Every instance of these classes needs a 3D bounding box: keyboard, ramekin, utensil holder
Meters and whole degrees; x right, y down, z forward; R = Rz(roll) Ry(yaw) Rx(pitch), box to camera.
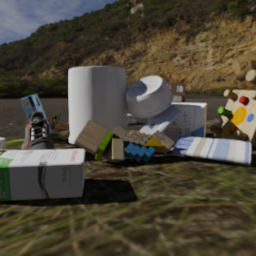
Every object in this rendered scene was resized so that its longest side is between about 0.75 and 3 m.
[{"bbox_3d":[0.882,-0.001,9.362,0.657,0.124,2.333,27,57,34],"label":"keyboard"},{"bbox_3d":[0.694,-1.163,10.021,1.709,0.796,1.709,-18,34,12],"label":"ramekin"},{"bbox_3d":[-1.130,-0.837,10.602,2.290,2.695,2.290,-2,4,0],"label":"utensil holder"}]

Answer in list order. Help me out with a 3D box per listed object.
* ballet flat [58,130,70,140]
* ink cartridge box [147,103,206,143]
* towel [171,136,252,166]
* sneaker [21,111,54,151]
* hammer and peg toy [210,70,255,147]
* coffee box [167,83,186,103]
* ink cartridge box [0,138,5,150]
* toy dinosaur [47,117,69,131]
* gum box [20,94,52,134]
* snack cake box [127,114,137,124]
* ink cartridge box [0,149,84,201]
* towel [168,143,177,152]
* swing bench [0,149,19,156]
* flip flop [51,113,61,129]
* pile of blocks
[{"bbox_3d":[-2.438,0.285,11.634,0.408,0.444,1.293,30,18,10],"label":"ballet flat"},{"bbox_3d":[1.775,-0.181,10.747,2.292,1.473,1.435,2,10,18],"label":"ink cartridge box"},{"bbox_3d":[2.571,0.664,8.506,2.232,0.266,1.639,5,17,21],"label":"towel"},{"bbox_3d":[-2.713,0.235,8.264,0.963,1.024,2.500,-5,27,-21],"label":"sneaker"},{"bbox_3d":[4.377,-0.815,10.367,1.040,2.950,2.170,22,3,-18],"label":"hammer and peg toy"},{"bbox_3d":[2.021,-0.814,12.182,0.789,1.979,1.132,4,37,8],"label":"coffee box"},{"bbox_3d":[-4.727,0.499,9.280,1.048,0.356,0.608,8,12,5],"label":"ink cartridge box"},{"bbox_3d":[-3.305,-0.092,13.691,1.195,0.680,2.251,15,12,15],"label":"toy dinosaur"},{"bbox_3d":[-3.732,-0.473,11.552,0.466,1.776,2.091,-21,13,-7],"label":"gum box"},{"bbox_3d":[-0.263,-0.557,16.389,0.838,0.489,1.457,-4,9,-40],"label":"snack cake box"},{"bbox_3d":[-1.783,0.928,5.816,1.739,0.731,1.269,-1,9,-6],"label":"ink cartridge box"},{"bbox_3d":[1.471,0.676,9.424,1.593,0.181,1.144,1,9,13],"label":"towel"},{"bbox_3d":[-3.226,0.827,6.903,0.960,0.626,0.965,1,9,17],"label":"swing bench"},{"bbox_3d":[-3.072,-0.312,11.720,0.280,0.394,0.972,32,-41,-15],"label":"flip flop"},{"bbox_3d":[-0.129,0.638,8.183,2.872,1.179,0.892,8,-36,-10],"label":"pile of blocks"}]
